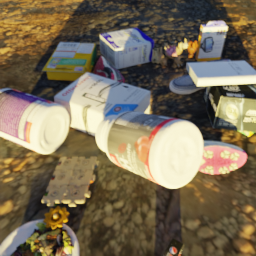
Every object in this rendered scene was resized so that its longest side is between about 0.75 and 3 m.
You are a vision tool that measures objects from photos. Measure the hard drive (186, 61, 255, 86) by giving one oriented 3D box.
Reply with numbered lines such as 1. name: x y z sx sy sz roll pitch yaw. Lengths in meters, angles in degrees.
1. hard drive: 3.241 -1.902 9.680 2.145 0.286 1.415 -3 36 -4

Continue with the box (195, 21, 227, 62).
1. box: 3.950 -4.134 13.314 1.157 1.943 0.403 -4 41 -5

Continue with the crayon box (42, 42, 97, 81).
1. crayon box: -2.601 -2.986 12.889 1.817 0.746 2.891 3 40 4

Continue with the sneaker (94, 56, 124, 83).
1. sneaker: -0.889 -2.415 12.291 0.795 0.859 2.130 11 31 -34

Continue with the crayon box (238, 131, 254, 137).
1. crayon box: 4.097 -0.092 9.863 0.681 0.230 0.789 -28 46 -29

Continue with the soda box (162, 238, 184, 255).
1. soda box: 0.915 2.937 6.255 0.316 0.283 0.894 24 47 24

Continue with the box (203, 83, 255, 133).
1. box: 4.232 -0.905 9.727 2.773 1.194 2.271 6 32 2

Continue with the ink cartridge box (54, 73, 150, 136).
1. ink cartridge box: -0.888 -0.754 9.918 2.772 1.169 2.024 20 44 22

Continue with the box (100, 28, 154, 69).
1. box: -0.080 -3.941 13.744 2.082 1.092 1.915 -17 44 -20

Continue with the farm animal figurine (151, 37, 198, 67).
1. farm animal figurine: 2.147 -3.490 13.323 2.174 1.134 2.150 -7 28 3

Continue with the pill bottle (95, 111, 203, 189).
1. pill bottle: 0.350 0.385 7.104 1.535 1.535 2.773 -29 25 -29

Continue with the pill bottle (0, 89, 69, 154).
1. pill bottle: -3.534 -0.353 9.088 2.904 1.618 1.618 19 44 20

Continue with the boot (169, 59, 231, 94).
1. boot: 2.954 -2.176 11.461 2.526 1.141 0.919 -13 56 -10

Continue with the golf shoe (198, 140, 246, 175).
1. golf shoe: 1.975 0.632 8.402 2.938 1.106 1.344 2 37 1

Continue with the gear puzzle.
1. gear puzzle: -1.576 1.699 7.604 1.284 0.325 2.479 -2 36 9

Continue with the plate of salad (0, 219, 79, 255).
1. plate of salad: -2.059 2.838 6.245 1.897 0.456 1.897 0 40 0
